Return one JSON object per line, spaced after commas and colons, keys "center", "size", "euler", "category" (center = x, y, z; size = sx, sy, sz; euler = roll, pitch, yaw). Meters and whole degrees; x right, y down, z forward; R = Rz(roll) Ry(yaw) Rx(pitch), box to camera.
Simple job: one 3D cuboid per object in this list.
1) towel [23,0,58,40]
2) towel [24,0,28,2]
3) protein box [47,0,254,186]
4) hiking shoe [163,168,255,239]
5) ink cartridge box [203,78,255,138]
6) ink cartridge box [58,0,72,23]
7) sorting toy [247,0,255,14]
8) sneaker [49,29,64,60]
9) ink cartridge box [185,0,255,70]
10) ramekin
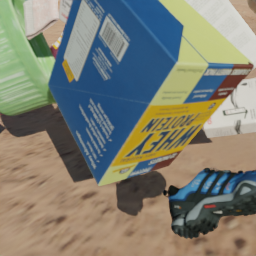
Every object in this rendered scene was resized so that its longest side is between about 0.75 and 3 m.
{"center": [-1.715, -2.290, 5.473], "size": [0.872, 0.913, 0.147], "euler": [-20, -22, 27], "category": "towel"}
{"center": [-3.699, -3.792, 7.890], "size": [1.773, 0.262, 2.417], "euler": [43, 52, -11], "category": "towel"}
{"center": [0.062, -0.697, 3.866], "size": [1.362, 2.019, 2.005], "euler": [-9, 54, -38], "category": "protein box"}
{"center": [1.182, 0.706, 3.388], "size": [1.655, 0.616, 0.718], "euler": [-28, 47, 16], "category": "hiking shoe"}
{"center": [2.325, -0.426, 6.084], "size": [1.409, 0.594, 1.029], "euler": [-9, 68, 20], "category": "ink cartridge box"}
{"center": [-1.343, -4.471, 9.495], "size": [1.738, 2.381, 1.001], "euler": [42, 44, 22], "category": "ink cartridge box"}
{"center": [4.388, -2.588, 7.660], "size": [1.319, 2.222, 2.469], "euler": [-20, 54, 2], "category": "sorting toy"}
{"center": [-1.913, -2.520, 8.439], "size": [0.973, 0.809, 2.159], "euler": [-5, 58, 28], "category": "sneaker"}
{"center": [0.863, -1.651, 5.367], "size": [2.275, 2.842, 0.672], "euler": [-41, 17, 19], "category": "ink cartridge box"}
{"center": [-2.276, -1.425, 5.518], "size": [1.188, 2.433, 2.433], "euler": [-23, 34, -2], "category": "ramekin"}
